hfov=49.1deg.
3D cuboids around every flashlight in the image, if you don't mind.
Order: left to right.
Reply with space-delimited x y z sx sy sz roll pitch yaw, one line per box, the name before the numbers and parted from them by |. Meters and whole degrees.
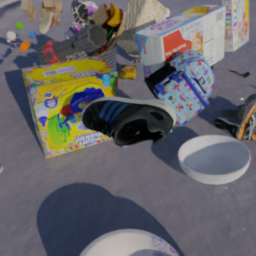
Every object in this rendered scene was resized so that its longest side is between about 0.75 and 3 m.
flashlight | -1.903 -2.743 9.406 2.873 0.973 0.976 -6 -16 40

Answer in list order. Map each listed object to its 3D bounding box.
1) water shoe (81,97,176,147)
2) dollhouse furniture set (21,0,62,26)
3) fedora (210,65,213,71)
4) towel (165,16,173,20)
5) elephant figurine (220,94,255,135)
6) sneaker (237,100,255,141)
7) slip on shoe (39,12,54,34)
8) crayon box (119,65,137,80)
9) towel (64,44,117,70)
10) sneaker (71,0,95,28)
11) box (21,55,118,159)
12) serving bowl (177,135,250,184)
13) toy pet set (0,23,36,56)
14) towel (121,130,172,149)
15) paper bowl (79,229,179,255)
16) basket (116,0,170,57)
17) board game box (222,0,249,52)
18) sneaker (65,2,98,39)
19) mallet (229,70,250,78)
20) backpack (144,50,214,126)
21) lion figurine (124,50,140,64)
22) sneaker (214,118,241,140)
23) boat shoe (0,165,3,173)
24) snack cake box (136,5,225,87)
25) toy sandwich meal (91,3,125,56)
water shoe | -0.239 -0.127 6.359 2.584 0.924 1.020 -3 36 35
dollhouse furniture set | -3.054 -4.333 10.182 1.350 1.241 0.879 0 -3 -1
fedora | 3.010 -3.301 14.207 1.226 2.684 2.684 -45 47 -3
towel | 1.556 -2.711 9.756 0.543 2.238 1.249 24 37 28
elephant figurine | 4.665 -0.388 10.211 2.455 1.905 1.737 18 45 16
sneaker | 3.149 -0.183 7.106 0.456 1.182 0.463 16 36 13
slip on shoe | -2.268 -2.940 7.920 0.340 0.281 0.919 -11 49 14
crayon box | -0.004 -2.959 14.909 0.819 0.328 1.291 4 36 5
towel | -1.604 -2.473 12.530 1.209 2.340 2.825 27 44 22
sneaker | -1.688 -3.887 9.587 0.581 1.498 0.647 -44 76 -1
box | -1.915 -0.789 9.813 2.781 2.679 1.697 -16 38 -20
serving bowl | 2.656 1.067 8.786 2.148 0.707 2.148 -8 30 4
toy pet set | -3.834 -2.488 8.166 1.621 0.861 1.514 32 69 -19
towel | 0.295 -0.039 7.697 1.551 0.185 1.139 -18 48 -18
paper bowl | 0.029 3.252 5.440 2.269 1.180 2.269 -1 35 0
basket | 0.531 -4.334 12.005 1.378 2.234 1.514 24 -2 -40
board game box | 3.873 -4.010 10.043 0.368 2.153 1.447 13 36 41
sneaker | -2.068 -4.596 11.788 1.846 1.052 0.669 -42 56 -7
mallet | 5.917 -2.922 15.002 1.095 0.225 0.361 21 44 35
backpack | 1.548 -1.118 7.397 1.707 1.559 1.149 -37 30 3
lion figurine | 0.161 -3.745 13.281 1.439 0.881 0.521 43 67 15
sneaker | 4.007 -0.037 10.653 0.571 0.533 1.441 -18 39 -31
boat shoe | -4.386 1.407 8.781 0.344 0.318 0.932 25 43 31
snack cake box | 1.726 -2.499 8.618 2.971 1.708 0.998 -33 41 -29
toy sandwich meal | -0.892 -3.680 10.371 0.730 2.132 2.132 24 24 -31
